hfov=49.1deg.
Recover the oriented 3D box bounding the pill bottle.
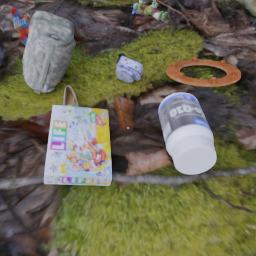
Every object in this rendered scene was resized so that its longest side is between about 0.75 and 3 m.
[{"bbox_3d":[1.546,0.107,7.461,1.214,1.214,2.135,-3,41,-3],"label":"pill bottle"}]

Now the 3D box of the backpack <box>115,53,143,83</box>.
[{"bbox_3d":[0.050,-2.009,9.690,0.926,0.972,0.749,14,80,10],"label":"backpack"}]

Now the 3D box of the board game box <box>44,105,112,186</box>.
[{"bbox_3d":[-1.318,0.404,7.590,1.618,0.412,2.406,4,47,-13],"label":"board game box"}]

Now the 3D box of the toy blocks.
[{"bbox_3d":[-3.863,-3.758,10.706,0.880,1.204,1.761,-22,70,8],"label":"toy blocks"}]

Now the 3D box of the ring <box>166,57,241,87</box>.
[{"bbox_3d":[2.573,-1.997,9.621,2.493,0.239,2.493,-1,30,1],"label":"ring"}]

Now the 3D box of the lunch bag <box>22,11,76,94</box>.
[{"bbox_3d":[-2.634,-2.399,9.154,1.476,2.119,1.777,15,39,-21],"label":"lunch bag"}]

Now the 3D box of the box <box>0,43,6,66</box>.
[{"bbox_3d":[-5.268,-2.770,9.722,1.032,1.661,1.675,-12,49,8],"label":"box"}]

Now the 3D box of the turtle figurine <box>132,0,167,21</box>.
[{"bbox_3d":[1.021,-5.390,12.165,1.504,1.116,1.551,37,87,16],"label":"turtle figurine"}]

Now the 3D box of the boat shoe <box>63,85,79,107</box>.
[{"bbox_3d":[-1.836,-0.741,8.855,0.502,0.430,1.370,-14,54,-8],"label":"boat shoe"}]
